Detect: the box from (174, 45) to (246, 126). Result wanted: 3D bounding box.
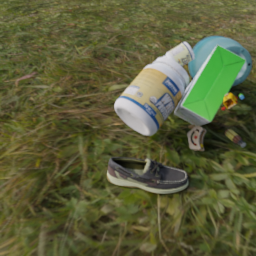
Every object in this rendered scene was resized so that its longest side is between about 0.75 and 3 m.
[{"bbox_3d":[2.929,-1.454,10.590,1.219,2.225,2.522,31,86,5],"label":"box"}]

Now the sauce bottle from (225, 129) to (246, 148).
[{"bbox_3d":[4.034,0.398,10.546,0.325,0.325,0.985,-9,33,-12],"label":"sauce bottle"}]

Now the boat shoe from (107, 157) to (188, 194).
[{"bbox_3d":[0.616,1.431,8.946,2.653,0.872,0.948,5,37,7],"label":"boat shoe"}]

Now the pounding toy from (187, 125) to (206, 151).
[{"bbox_3d":[2.652,0.345,10.462,0.648,0.650,1.133,-24,60,35],"label":"pounding toy"}]

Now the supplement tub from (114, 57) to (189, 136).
[{"bbox_3d":[0.894,-1.148,10.178,1.797,1.797,2.485,29,73,33],"label":"supplement tub"}]

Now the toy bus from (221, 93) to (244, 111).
[{"bbox_3d":[3.314,-0.936,9.141,0.692,0.379,0.734,-43,9,-12],"label":"toy bus"}]

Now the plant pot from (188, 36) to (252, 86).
[{"bbox_3d":[4.308,-2.930,12.867,2.555,2.555,2.400,-1,16,-2],"label":"plant pot"}]

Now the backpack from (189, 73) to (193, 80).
[{"bbox_3d":[4.302,-3.022,13.857,2.094,1.543,2.293,-2,12,-3],"label":"backpack"}]

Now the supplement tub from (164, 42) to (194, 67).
[{"bbox_3d":[1.975,-2.780,11.046,1.073,0.778,0.778,-31,39,6],"label":"supplement tub"}]
